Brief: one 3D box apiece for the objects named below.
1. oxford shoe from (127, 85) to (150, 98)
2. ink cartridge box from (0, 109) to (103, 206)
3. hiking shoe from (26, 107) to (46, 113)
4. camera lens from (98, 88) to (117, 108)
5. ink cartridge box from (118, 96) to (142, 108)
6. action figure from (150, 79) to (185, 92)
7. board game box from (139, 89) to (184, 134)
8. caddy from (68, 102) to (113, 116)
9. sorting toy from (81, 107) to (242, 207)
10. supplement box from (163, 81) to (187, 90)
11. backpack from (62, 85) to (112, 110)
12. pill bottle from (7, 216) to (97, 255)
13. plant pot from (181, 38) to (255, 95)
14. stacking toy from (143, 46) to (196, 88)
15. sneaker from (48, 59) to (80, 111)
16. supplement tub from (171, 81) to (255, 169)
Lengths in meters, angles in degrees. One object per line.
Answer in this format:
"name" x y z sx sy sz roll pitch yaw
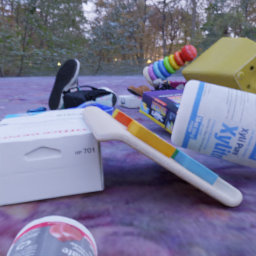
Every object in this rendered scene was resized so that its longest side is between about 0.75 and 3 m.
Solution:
"oxford shoe" 0.682 -2.065 15.417 0.769 0.769 2.157 23 6 35
"ink cartridge box" -1.740 0.403 6.053 2.040 1.196 2.786 -6 15 -12
"hiking shoe" -4.224 -0.727 13.002 0.923 0.343 0.400 -18 27 -25
"camera lens" -1.206 -1.579 14.787 0.989 0.989 1.236 -6 22 -24
"ink cartridge box" 0.179 -1.435 15.316 0.978 0.567 1.325 -5 12 -29
"action figure" 1.768 -1.453 12.126 1.502 1.289 2.527 4 44 -3
"board game box" 2.280 -0.590 9.962 2.916 0.827 2.410 -9 33 -35
"caddy" -1.399 -0.456 10.255 1.355 1.006 1.917 10 17 34
"sorting toy" 0.525 0.343 5.475 2.789 0.509 2.581 28 4 -19
"supplement box" 3.336 -2.101 16.507 2.392 1.320 1.024 -2 14 -6
"backpack" -1.643 -1.091 12.275 1.726 1.309 2.068 22 24 31
"pill bottle" -0.700 1.492 2.214 0.889 0.889 1.607 -1 13 -5
"plant pot" 4.233 -1.979 11.096 2.534 2.550 2.609 -40 18 -7
"stacking toy" 1.924 -2.839 12.563 2.501 1.068 1.068 -29 -4 32
"sneaker" -2.664 -1.970 13.620 1.140 2.727 1.647 40 22 25
"supplement tub" 2.166 -0.046 5.863 2.265 1.495 1.495 15 17 12
